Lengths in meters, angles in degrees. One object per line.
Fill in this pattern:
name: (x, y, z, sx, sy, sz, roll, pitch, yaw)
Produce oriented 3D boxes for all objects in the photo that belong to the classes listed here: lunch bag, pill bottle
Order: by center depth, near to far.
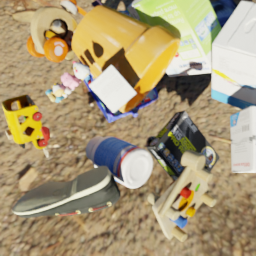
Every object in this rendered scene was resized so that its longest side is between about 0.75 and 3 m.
pill bottle: (-0.332, 0.813, 7.564, 1.875, 1.052, 1.052, 20, 58, 46)
lunch bag: (-0.310, -1.696, 10.711, 2.153, 1.345, 2.860, -25, 73, -16)

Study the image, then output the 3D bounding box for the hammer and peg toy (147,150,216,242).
hammer and peg toy: (1.063, 1.354, 5.770, 1.525, 2.074, 0.731, -43, 47, -19)

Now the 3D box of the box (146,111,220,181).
box: (1.475, 0.653, 7.285, 1.396, 0.386, 1.743, -46, 107, -24)

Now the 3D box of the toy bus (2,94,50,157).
toy bus: (-2.640, 0.012, 7.110, 0.855, 1.562, 1.656, -20, 83, -27)

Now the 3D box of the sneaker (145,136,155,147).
sneaker: (1.019, 0.558, 7.855, 1.148, 0.829, 0.436, 22, 94, 37)

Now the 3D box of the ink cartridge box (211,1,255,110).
ink cartridge box: (3.398, -1.796, 7.578, 1.696, 2.322, 1.704, 27, 72, 28)

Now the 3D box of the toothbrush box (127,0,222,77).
toothbrush box: (1.573, -3.060, 8.660, 1.187, 2.757, 2.008, -50, 29, -20)

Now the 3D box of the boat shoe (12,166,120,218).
boat shoe: (-1.455, 1.677, 6.471, 2.621, 0.821, 0.959, -18, 29, 13)

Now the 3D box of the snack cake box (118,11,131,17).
snack cake box: (-0.161, -4.247, 10.669, 0.600, 0.351, 1.044, 4, 18, 8)

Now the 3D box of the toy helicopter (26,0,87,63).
toy helicopter: (-1.650, -3.083, 8.735, 1.159, 1.943, 2.938, 22, 23, 37)

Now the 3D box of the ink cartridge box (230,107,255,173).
ink cartridge box: (2.988, 0.329, 6.770, 0.634, 1.081, 1.476, 2, 80, -5)

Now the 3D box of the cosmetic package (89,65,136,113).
cosmetic package: (-0.353, -0.920, 6.528, 0.701, 0.702, 0.850, -40, 101, 6)

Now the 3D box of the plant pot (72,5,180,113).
plant pot: (-0.223, -2.153, 8.137, 2.377, 2.596, 2.596, 39, 68, 7)

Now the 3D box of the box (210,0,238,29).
box: (4.014, -4.522, 12.237, 1.801, 1.119, 1.816, -20, 63, -9)

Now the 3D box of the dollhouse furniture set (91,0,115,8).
dollhouse furniture set: (-0.776, -4.029, 9.726, 0.756, 0.677, 0.954, 47, 64, -2)

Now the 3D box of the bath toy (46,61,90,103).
bath toy: (-1.389, -1.072, 6.465, 0.448, 1.211, 0.527, 47, 29, -11)
